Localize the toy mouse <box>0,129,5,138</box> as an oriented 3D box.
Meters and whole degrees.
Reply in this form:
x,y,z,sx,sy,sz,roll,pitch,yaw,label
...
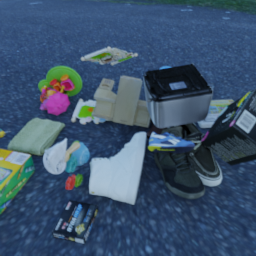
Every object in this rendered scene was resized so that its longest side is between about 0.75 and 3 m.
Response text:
x,y,z,sx,sy,sz,roll,pitch,yaw,label
-5.251,0.205,11.067,0.734,0.160,0.826,16,38,22,toy mouse

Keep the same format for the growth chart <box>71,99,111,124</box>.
x,y,z,sx,sy,sz,roll,pitch,yaw,label
-1.088,-0.808,12.486,2.760,0.245,1.997,-3,36,-3,growth chart

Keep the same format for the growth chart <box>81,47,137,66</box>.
x,y,z,sx,sy,sz,roll,pitch,yaw,label
-0.846,-3.124,12.352,1.657,0.203,2.289,-15,-3,33,growth chart

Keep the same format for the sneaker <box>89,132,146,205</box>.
x,y,z,sx,sy,sz,roll,pitch,yaw,label
-0.354,1.030,9.075,1.695,1.081,2.934,9,37,7,sneaker

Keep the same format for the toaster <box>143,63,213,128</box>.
x,y,z,sx,sy,sz,roll,pitch,yaw,label
1.475,-1.097,9.229,2.120,1.258,1.917,-10,39,-4,toaster

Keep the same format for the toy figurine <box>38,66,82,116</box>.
x,y,z,sx,sy,sz,roll,pitch,yaw,label
-3.325,-1.422,12.546,2.238,1.680,2.060,-14,41,18,toy figurine

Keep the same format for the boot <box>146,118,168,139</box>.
x,y,z,sx,sy,sz,roll,pitch,yaw,label
1.059,-0.020,11.040,1.532,0.554,1.274,31,43,32,boot

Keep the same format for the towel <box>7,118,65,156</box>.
x,y,z,sx,sy,sz,roll,pitch,yaw,label
-3.502,0.279,10.773,1.525,0.375,2.056,7,35,11,towel

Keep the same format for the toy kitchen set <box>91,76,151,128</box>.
x,y,z,sx,sy,sz,roll,pitch,yaw,label
-0.080,-1.491,11.544,2.324,1.896,2.097,12,30,-1,toy kitchen set

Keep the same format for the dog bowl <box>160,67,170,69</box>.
x,y,z,sx,sy,sz,roll,pitch,yaw,label
1.937,-2.856,15.245,1.015,0.451,1.821,24,41,31,dog bowl

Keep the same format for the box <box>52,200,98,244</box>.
x,y,z,sx,sy,sz,roll,pitch,yaw,label
-1.408,2.527,7.620,0.892,0.258,1.122,8,35,11,box

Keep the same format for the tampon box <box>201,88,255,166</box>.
x,y,z,sx,sy,sz,roll,pitch,yaw,label
3.403,0.029,8.223,1.303,2.063,1.546,39,73,2,tampon box

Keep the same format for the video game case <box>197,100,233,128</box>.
x,y,z,sx,sy,sz,roll,pitch,yaw,label
3.901,-0.649,12.249,2.081,0.238,1.894,-4,35,-4,video game case

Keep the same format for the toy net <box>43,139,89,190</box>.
x,y,z,sx,sy,sz,roll,pitch,yaw,label
-1.770,0.980,7.723,0.516,1.402,2.672,18,-6,14,toy net

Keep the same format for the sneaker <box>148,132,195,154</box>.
x,y,z,sx,sy,sz,roll,pitch,yaw,label
1.290,0.412,8.293,1.394,0.515,0.573,5,60,-5,sneaker

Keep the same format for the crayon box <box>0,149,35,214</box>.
x,y,z,sx,sy,sz,roll,pitch,yaw,label
-4.168,1.710,8.368,1.514,0.743,2.549,9,36,13,crayon box

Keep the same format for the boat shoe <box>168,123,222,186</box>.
x,y,z,sx,sy,sz,roll,pitch,yaw,label
2.201,0.612,9.527,1.049,0.945,2.967,-14,48,-19,boat shoe

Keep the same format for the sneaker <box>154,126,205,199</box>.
x,y,z,sx,sy,sz,roll,pitch,yaw,label
1.496,0.939,8.624,1.012,1.516,2.647,-9,30,-9,sneaker
